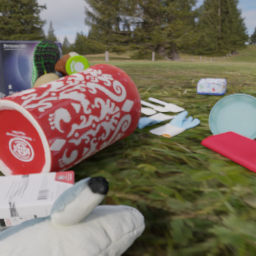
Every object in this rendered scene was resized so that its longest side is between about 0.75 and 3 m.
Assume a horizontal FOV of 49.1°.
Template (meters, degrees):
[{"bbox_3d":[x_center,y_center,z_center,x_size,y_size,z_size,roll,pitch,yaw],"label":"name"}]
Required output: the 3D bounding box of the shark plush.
[{"bbox_3d":[-1.081,1.455,2.782,2.749,1.249,1.145,-25,1,-11],"label":"shark plush"}]

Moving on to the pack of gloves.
[{"bbox_3d":[1.131,-0.284,8.729,1.728,0.406,2.057,14,21,38],"label":"pack of gloves"}]

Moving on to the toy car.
[{"bbox_3d":[-2.469,-1.129,10.036,2.821,2.226,2.318,-32,16,-7],"label":"toy car"}]

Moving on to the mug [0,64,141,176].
[{"bbox_3d":[-1.418,-0.020,5.958,2.576,1.936,2.902,-28,4,34],"label":"mug"}]

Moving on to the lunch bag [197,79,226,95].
[{"bbox_3d":[4.361,-2.166,14.733,1.496,0.705,1.867,4,17,20],"label":"lunch bag"}]

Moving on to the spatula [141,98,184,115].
[{"bbox_3d":[0.952,-0.852,11.186,1.628,0.188,2.342,-13,19,-22],"label":"spatula"}]

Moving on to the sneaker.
[{"bbox_3d":[-3.480,-2.249,11.292,1.049,2.690,1.146,11,0,-30],"label":"sneaker"}]

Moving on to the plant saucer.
[{"bbox_3d":[2.807,-0.203,7.231,1.374,1.374,0.247,11,-12,33],"label":"plant saucer"}]

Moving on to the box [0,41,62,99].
[{"bbox_3d":[-4.340,-2.474,12.325,2.612,2.591,1.609,-12,20,-34],"label":"box"}]

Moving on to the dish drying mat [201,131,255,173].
[{"bbox_3d":[2.714,0.624,5.870,1.012,0.240,2.635,-11,20,-19],"label":"dish drying mat"}]

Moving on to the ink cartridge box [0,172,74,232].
[{"bbox_3d":[-1.373,1.052,3.866,1.252,0.519,0.919,-3,16,-9],"label":"ink cartridge box"}]
